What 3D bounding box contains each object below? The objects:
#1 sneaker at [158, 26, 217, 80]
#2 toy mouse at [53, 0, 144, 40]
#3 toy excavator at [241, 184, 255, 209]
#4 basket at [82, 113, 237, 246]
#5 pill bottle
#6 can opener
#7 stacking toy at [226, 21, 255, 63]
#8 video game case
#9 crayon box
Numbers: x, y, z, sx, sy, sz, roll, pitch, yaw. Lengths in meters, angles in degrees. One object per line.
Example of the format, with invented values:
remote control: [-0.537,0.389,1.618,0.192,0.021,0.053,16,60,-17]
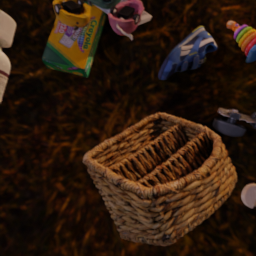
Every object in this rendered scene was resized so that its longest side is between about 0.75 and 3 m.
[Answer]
sneaker: [1.742,-2.058,8.186,2.089,0.773,0.859,-43,83,-8]
toy mouse: [-0.393,-2.550,5.992,2.238,0.487,2.518,-33,59,-29]
toy excavator: [4.453,1.831,7.230,2.227,1.112,2.165,-43,80,0]
basket: [0.579,0.554,4.185,1.954,1.394,1.455,-28,95,-38]
pill bottle: [-2.706,-0.672,4.411,1.377,1.377,2.514,15,88,3]
can opener: [3.630,0.015,7.895,2.426,0.647,0.811,17,110,3]
stacking toy: [3.514,-2.772,8.436,0.839,0.794,1.446,-34,68,-4]
video game case: [-0.439,-3.726,8.392,2.079,0.187,1.489,37,40,8]
crayon box: [-1.571,-2.714,8.382,1.286,0.631,2.166,14,78,3]
